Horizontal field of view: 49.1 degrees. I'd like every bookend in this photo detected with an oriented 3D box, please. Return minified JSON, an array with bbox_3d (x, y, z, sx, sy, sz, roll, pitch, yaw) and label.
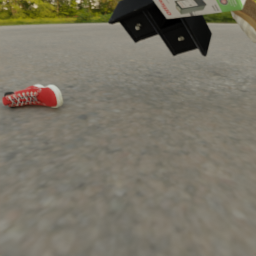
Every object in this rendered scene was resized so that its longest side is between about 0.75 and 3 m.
[{"bbox_3d":[1.132,-3.457,9.648,2.536,2.520,1.168,-5,53,40],"label":"bookend"}]

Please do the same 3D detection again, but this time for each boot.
[{"bbox_3d":[-3.425,-0.995,9.832,1.602,0.804,2.221,-22,25,-39],"label":"boot"}]

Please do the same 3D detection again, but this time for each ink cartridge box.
[{"bbox_3d":[1.529,-3.486,6.557,2.136,0.897,1.554,12,-15,43],"label":"ink cartridge box"}]

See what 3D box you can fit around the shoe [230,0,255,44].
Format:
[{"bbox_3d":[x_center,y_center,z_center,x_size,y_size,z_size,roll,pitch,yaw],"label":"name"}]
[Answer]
[{"bbox_3d":[4.251,-3.248,8.939,0.934,0.713,2.673,-30,61,-1],"label":"shoe"}]
